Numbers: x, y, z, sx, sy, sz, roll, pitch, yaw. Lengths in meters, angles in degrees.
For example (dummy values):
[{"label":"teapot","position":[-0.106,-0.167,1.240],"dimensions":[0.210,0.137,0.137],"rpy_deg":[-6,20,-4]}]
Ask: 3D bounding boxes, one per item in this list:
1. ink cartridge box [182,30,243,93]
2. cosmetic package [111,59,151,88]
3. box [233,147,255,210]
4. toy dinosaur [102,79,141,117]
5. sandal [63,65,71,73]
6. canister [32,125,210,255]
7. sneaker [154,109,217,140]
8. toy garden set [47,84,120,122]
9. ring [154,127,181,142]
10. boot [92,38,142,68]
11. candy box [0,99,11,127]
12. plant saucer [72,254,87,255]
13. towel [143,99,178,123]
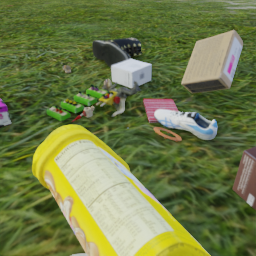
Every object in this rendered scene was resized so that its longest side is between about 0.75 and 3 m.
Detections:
[{"label":"ink cartridge box","position":[3.012,-2.314,10.061],"dimensions":[1.641,0.748,1.992],"rpy_deg":[2,64,51]},{"label":"cosmetic package","position":[0.141,-2.264,11.583],"dimensions":[1.192,0.732,1.188],"rpy_deg":[27,42,37]},{"label":"box","position":[3.502,0.848,6.131],"dimensions":[2.269,1.136,0.850],"rpy_deg":[-15,36,-24]},{"label":"toy dinosaur","position":[-0.182,-1.164,9.713],"dimensions":[1.231,0.663,2.794],"rpy_deg":[-29,29,3]},{"label":"sandal","position":[-2.796,-2.744,12.863],"dimensions":[0.347,0.233,0.863],"rpy_deg":[-10,33,-16]},{"label":"canister","position":[-0.160,1.346,4.519],"dimensions":[1.210,2.077,2.796],"rpy_deg":[-47,46,-3]},{"label":"sneaker","position":[1.682,-0.248,8.241],"dimensions":[1.917,0.695,0.689],"rpy_deg":[20,38,23]},{"label":"toy garden set","position":[-1.428,-0.857,9.197],"dimensions":[2.020,0.403,1.684],"rpy_deg":[-34,38,-32]},{"label":"ring","position":[1.098,0.185,7.849],"dimensions":[0.835,0.080,0.835],"rpy_deg":[19,16,-6]},{"label":"boot","position":[-0.133,-3.748,13.696],"dimensions":[2.303,1.100,3.049],"rpy_deg":[-17,35,-29]},{"label":"candy box","position":[-4.932,-0.608,8.915],"dimensions":[1.568,0.701,2.299],"rpy_deg":[-22,38,-31]},{"label":"plant saucer","position":[-0.746,2.485,4.280],"dimensions":[1.096,0.275,1.096],"rpy_deg":[1,31,0]},{"label":"towel","position":[1.121,-0.596,9.424],"dimensions":[1.093,0.170,1.512],"rpy_deg":[-1,33,-5]}]
